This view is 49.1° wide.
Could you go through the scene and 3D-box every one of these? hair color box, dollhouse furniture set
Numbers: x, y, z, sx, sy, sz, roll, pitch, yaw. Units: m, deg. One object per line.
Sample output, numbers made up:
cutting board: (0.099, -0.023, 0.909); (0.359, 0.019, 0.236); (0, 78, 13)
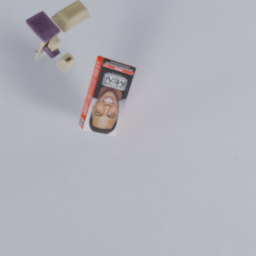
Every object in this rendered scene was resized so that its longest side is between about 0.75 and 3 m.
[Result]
hair color box: (-0.612, -0.883, 7.945); (1.047, 0.631, 2.062); (11, 105, -25)
dollhouse furniture set: (-1.588, -2.231, 7.134); (1.355, 1.214, 1.711); (47, 60, -8)
